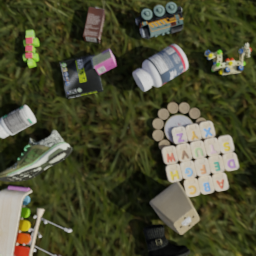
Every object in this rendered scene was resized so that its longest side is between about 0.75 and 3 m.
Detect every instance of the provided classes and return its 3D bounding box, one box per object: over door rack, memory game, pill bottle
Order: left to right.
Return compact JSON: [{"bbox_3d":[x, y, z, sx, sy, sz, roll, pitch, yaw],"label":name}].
[{"bbox_3d":[-4.497,-0.221,11.112,1.432,0.810,0.810,-30,81,-6],"label":"pill bottle"},{"bbox_3d":[-3.041,4.090,10.467,1.545,0.515,1.142,20,81,4],"label":"over door rack"},{"bbox_3d":[1.262,-2.356,11.307,2.020,1.208,1.208,-32,81,-5],"label":"pill bottle"},{"bbox_3d":[2.090,0.078,11.371,2.300,0.147,2.300,0,81,-1],"label":"memory game"}]

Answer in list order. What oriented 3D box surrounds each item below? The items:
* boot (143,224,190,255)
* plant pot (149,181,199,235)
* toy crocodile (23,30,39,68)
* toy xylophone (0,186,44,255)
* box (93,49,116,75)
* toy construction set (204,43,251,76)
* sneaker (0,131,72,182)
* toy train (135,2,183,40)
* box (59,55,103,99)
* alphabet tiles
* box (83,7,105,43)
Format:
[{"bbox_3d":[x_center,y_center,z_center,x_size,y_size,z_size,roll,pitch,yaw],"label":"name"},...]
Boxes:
[{"bbox_3d":[1.416,4.194,10.386,1.632,0.614,1.220,-6,79,-1],"label":"boot"},{"bbox_3d":[1.778,2.984,10.046,1.309,1.310,1.160,-36,39,-6],"label":"plant pot"},{"bbox_3d":[-4.132,-3.337,11.829,0.589,0.539,1.745,-3,79,-1],"label":"toy crocodile"},{"bbox_3d":[-4.152,3.674,10.313,2.131,0.731,2.911,13,81,12],"label":"toy xylophone"},{"bbox_3d":[-0.944,-2.609,11.069,0.785,0.432,0.893,-26,38,9],"label":"box"},{"bbox_3d":[4.184,-2.821,11.641,1.826,0.841,1.198,-12,79,9],"label":"toy construction set"},{"bbox_3d":[-3.694,1.087,10.875,2.930,1.127,1.298,-27,68,-10],"label":"sneaker"},{"bbox_3d":[1.379,-4.523,11.934,2.051,0.874,1.169,-16,89,-3],"label":"toy train"},{"bbox_3d":[-1.950,-2.129,11.688,1.537,0.378,1.592,-12,80,0],"label":"box"},{"bbox_3d":[2.813,1.198,11.011,2.840,0.207,2.778,-11,82,-2],"label":"alphabet tiles"},{"bbox_3d":[-1.460,-4.413,12.051,0.696,0.521,1.390,10,81,2],"label":"box"}]
